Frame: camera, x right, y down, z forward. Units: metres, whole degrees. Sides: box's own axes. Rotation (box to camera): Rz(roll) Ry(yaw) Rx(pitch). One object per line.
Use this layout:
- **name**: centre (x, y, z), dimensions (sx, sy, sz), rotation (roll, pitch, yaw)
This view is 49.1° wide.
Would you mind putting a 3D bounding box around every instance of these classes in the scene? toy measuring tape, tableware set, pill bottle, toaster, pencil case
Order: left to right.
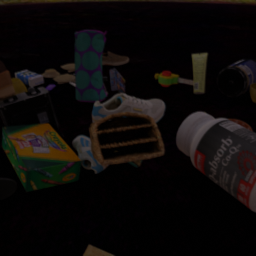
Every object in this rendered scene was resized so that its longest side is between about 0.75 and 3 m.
- **toaster**: centre (-3.308, -0.361, 9.450), dimensions (1.647, 1.822, 1.081), rotation (-22, 33, -20)
- **tableware set**: centre (-3.187, -2.880, 14.954), dimensions (2.374, 0.330, 2.841), rotation (-21, 36, -34)
- **pencil case**: centre (-1.525, -2.517, 11.551), dimensions (1.336, 2.891, 1.230), rotation (-3, 8, -15)
- **toy measuring tape**: centre (2.189, -2.259, 13.502), dimensions (2.154, 0.793, 0.793), rotation (20, 36, 28)
- **pill bottle**: centre (2.733, 0.748, 7.481), dimensions (1.670, 1.670, 2.884), rotation (-18, 34, -27)
- **pill bottle**: centre (5.385, -2.437, 13.126), dimensions (2.504, 1.400, 1.400), rotation (-27, 40, -37)

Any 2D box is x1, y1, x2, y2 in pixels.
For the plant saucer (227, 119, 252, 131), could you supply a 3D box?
- **plant saucer**: centre (3.389, 0.247, 9.441), dimensions (1.484, 0.240, 1.484), rotation (-10, 39, 8)

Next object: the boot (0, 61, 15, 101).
- **boot**: centre (-4.698, -1.565, 7.895), dimensions (0.950, 2.184, 2.625), rotation (-24, 7, 36)

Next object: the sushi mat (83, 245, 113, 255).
- **sushi mat**: centre (-0.392, 2.806, 5.553), dimensions (1.281, 0.078, 0.613), rotation (14, 33, 22)

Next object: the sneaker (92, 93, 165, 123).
- **sneaker**: centre (0.117, -0.649, 10.279), dimensions (2.955, 1.193, 1.130), rotation (-17, 35, -24)

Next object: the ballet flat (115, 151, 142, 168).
- **ballet flat**: centre (-0.161, 0.766, 8.584), dimensions (1.375, 0.486, 0.486), rotation (22, 37, 26)

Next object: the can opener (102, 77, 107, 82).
- **can opener**: centre (-1.536, -2.521, 14.412), dimensions (0.909, 0.243, 0.304), rotation (-5, 32, -10)

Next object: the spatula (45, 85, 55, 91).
- **spatula**: centre (-4.012, -1.753, 13.216), dimensions (0.378, 0.138, 1.338), rotation (16, 34, 27)

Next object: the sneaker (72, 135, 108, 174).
- **sneaker**: centre (-1.243, 0.769, 8.425), dimensions (0.714, 0.676, 1.768), rotation (-44, 38, -22)

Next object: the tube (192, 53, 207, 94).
- **tube**: centre (3.284, -2.502, 12.871), dimensions (0.541, 1.864, 0.484), rotation (2, -3, -18)

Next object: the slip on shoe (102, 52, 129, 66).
- **slip on shoe**: centre (-1.115, -4.200, 16.786), dimensions (2.334, 0.707, 0.887), rotation (-3, 31, -5)

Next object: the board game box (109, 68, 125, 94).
- **board game box**: centre (-0.496, -1.990, 12.727), dimensions (0.313, 1.015, 1.014), rotation (-13, 58, 23)

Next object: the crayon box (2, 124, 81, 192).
- **crayon box**: centre (-2.573, 0.731, 8.083), dimensions (1.449, 0.711, 2.440), rotation (-6, 30, -37)

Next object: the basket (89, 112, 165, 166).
- **basket**: centre (-0.075, 0.205, 7.302), dimensions (1.738, 1.241, 1.295), rotation (-6, 2, -14)

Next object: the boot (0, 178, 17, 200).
- **boot**: centre (-3.975, 1.238, 7.663), dimensions (1.950, 0.675, 1.697), rotation (-4, 27, -11)

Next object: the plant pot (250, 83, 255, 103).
- **plant pot**: centre (5.735, -1.447, 12.151), dimensions (0.970, 0.689, 0.970), rotation (0, 30, 0)

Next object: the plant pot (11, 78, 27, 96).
- **plant pot**: centre (-5.176, -1.855, 12.816), dimensions (1.010, 0.717, 1.010), rotation (0, 31, 0)

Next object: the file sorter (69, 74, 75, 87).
- **file sorter**: centre (-2.291, -2.166, 13.334), dimensions (0.578, 0.518, 0.832), rotation (14, 13, -45)

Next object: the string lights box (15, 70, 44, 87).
- **string lights box**: centre (-5.020, -2.515, 14.218), dimensions (1.407, 0.415, 0.723), rotation (22, 37, 32)

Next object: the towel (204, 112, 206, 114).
- **towel**: centre (2.512, -0.096, 9.910), dimensions (1.022, 0.186, 0.758), rotation (-36, 40, 0)
